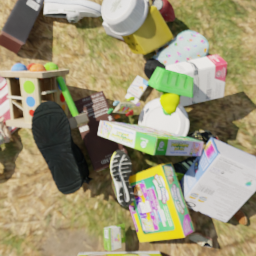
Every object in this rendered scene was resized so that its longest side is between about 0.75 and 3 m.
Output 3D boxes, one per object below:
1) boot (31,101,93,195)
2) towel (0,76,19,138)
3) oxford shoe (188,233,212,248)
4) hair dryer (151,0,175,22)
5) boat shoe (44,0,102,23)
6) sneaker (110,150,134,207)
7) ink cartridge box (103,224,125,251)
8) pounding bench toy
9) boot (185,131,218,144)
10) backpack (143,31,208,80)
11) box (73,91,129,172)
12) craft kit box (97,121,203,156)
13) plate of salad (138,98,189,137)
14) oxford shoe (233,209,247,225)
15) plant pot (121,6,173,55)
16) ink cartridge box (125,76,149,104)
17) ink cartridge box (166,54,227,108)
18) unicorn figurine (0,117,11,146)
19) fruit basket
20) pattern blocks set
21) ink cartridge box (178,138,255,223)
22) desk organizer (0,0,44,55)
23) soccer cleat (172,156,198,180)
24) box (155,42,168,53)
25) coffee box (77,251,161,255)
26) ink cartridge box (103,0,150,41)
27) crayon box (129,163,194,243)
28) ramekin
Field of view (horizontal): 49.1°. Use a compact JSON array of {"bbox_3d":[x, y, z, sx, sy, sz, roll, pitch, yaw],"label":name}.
[{"bbox_3d":[-1.915,0.650,8.542,1.035,2.291,2.796,-19,90,-3],"label":"boot"},{"bbox_3d":[-4.568,-0.810,10.049,2.097,0.239,1.511,44,82,8],"label":"towel"},{"bbox_3d":[2.268,3.536,8.787,0.791,0.292,0.280,12,114,2],"label":"oxford shoe"},{"bbox_3d":[0.989,-4.691,9.959,0.676,2.488,1.895,-27,42,28],"label":"hair dryer"},{"bbox_3d":[-2.074,-4.348,10.587,2.326,0.855,0.777,13,92,13],"label":"boat shoe"},{"bbox_3d":[-0.282,1.548,8.760,0.665,0.768,1.702,-4,89,-20],"label":"sneaker"},{"bbox_3d":[-0.328,3.352,8.657,0.854,0.324,0.632,2,81,-42],"label":"ink cartridge box"},{"bbox_3d":[-2.431,-1.053,8.775,2.435,1.512,1.899,5,106,19],"label":"pounding bench toy"},{"bbox_3d":[2.476,0.362,9.515,0.990,0.748,0.357,-12,105,-6],"label":"boot"},{"bbox_3d":[1.830,-2.278,9.780,2.169,1.373,1.810,-41,78,-11],"label":"backpack"},{"bbox_3d":[-0.976,0.126,9.516,1.235,0.925,2.467,-22,81,-5],"label":"box"},{"bbox_3d":[0.649,0.310,8.176,2.233,2.206,0.542,16,100,44],"label":"craft kit box"},{"bbox_3d":[1.227,-0.161,9.739,1.750,0.420,1.750,2,96,16],"label":"plate of salad"},{"bbox_3d":[3.502,2.749,9.173,0.356,0.355,0.997,-42,70,34],"label":"oxford shoe"},{"bbox_3d":[0.507,-3.143,9.352,1.094,1.240,1.240,-47,123,-12],"label":"plant pot"},{"bbox_3d":[0.317,-1.371,10.131,0.507,0.298,0.880,32,80,6],"label":"ink cartridge box"},{"bbox_3d":[2.063,-1.425,8.643,1.679,1.215,0.708,-13,40,-4],"label":"ink cartridge box"},{"bbox_3d":[-4.862,0.553,9.122,2.201,0.813,1.512,-30,92,-23],"label":"unicorn figurine"},{"bbox_3d":[1.148,-0.956,7.699,1.256,0.906,1.256,-5,112,-13],"label":"fruit basket"},{"bbox_3d":[-0.115,-0.654,9.349,1.216,1.069,0.099,-10,59,-37],"label":"pattern blocks set"},{"bbox_3d":[2.652,1.771,8.551,1.713,0.959,2.511,24,116,-9],"label":"ink cartridge box"},{"bbox_3d":[-3.953,-3.970,10.350,0.841,0.903,2.345,27,60,-28],"label":"desk organizer"},{"bbox_3d":[2.044,1.333,9.422,2.184,0.737,0.885,2,62,-1],"label":"soccer cleat"},{"bbox_3d":[1.096,-3.241,10.465,0.492,0.403,1.036,-31,80,-5],"label":"box"},{"bbox_3d":[-0.230,5.042,7.562,2.681,2.655,2.685,-2,78,0],"label":"coffee box"},{"bbox_3d":[-0.032,-4.113,10.421,1.178,0.684,1.596,25,78,17],"label":"ink cartridge box"},{"bbox_3d":[0.844,2.328,8.642,0.607,1.798,2.084,-5,73,-47],"label":"crayon box"},{"bbox_3d":[-0.170,-3.671,8.668,1.474,0.686,1.474,-8,75,31],"label":"ramekin"}]
